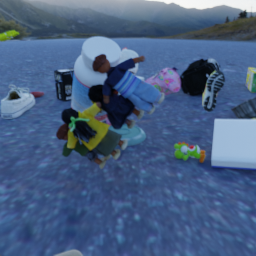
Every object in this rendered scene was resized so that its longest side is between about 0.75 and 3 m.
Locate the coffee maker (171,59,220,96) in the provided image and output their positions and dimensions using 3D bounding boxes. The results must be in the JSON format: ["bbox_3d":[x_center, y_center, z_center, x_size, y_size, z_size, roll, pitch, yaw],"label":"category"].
[{"bbox_3d":[3.431,-2.644,14.200,2.292,1.607,2.386,7,22,18],"label":"coffee maker"}]

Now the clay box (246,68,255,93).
[{"bbox_3d":[6.573,-2.562,14.756,0.421,1.016,1.768,5,23,13],"label":"clay box"}]

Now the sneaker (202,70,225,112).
[{"bbox_3d":[2.817,-1.264,9.535,0.553,1.416,0.640,19,8,0],"label":"sneaker"}]

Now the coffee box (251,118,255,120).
[{"bbox_3d":[5.430,-0.059,9.020,2.956,0.650,1.818,-16,27,-34],"label":"coffee box"}]

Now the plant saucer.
[{"bbox_3d":[-0.168,0.185,9.047,1.492,0.204,1.492,0,21,0],"label":"plant saucer"}]

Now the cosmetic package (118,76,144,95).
[{"bbox_3d":[-0.303,-2.236,14.212,1.173,0.844,2.080,-18,27,-38],"label":"cosmetic package"}]

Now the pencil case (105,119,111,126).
[{"bbox_3d":[-0.706,-0.463,10.316,0.468,0.468,1.070,-5,21,-13],"label":"pencil case"}]

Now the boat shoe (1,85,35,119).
[{"bbox_3d":[-4.558,-1.267,11.475,0.920,1.062,2.492,1,22,3],"label":"boat shoe"}]

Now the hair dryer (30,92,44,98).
[{"bbox_3d":[-4.577,-1.640,13.450,1.071,0.291,0.816,1,21,1],"label":"hair dryer"}]

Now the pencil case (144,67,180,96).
[{"bbox_3d":[0.595,-0.995,7.014,0.662,0.662,1.515,-20,1,-41],"label":"pencil case"}]

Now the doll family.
[{"bbox_3d":[-0.575,-0.359,6.350,1.719,2.973,1.167,35,5,-16],"label":"doll family"}]

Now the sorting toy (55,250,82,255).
[{"bbox_3d":[-1.453,2.528,2.959,2.688,0.396,1.987,-8,28,-27],"label":"sorting toy"}]

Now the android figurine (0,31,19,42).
[{"bbox_3d":[-4.023,-2.936,9.073,0.952,0.195,0.866,-21,18,-9],"label":"android figurine"}]

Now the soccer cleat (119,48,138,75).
[{"bbox_3d":[-0.472,-1.477,9.007,0.877,2.530,0.981,18,54,-22],"label":"soccer cleat"}]

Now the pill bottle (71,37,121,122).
[{"bbox_3d":[-0.849,-1.211,7.458,1.221,2.246,1.221,7,54,-10],"label":"pill bottle"}]

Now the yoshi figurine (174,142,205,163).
[{"bbox_3d":[1.629,0.719,7.610,0.855,0.481,0.479,19,66,9],"label":"yoshi figurine"}]

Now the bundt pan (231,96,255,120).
[{"bbox_3d":[4.612,-0.749,9.962,1.741,0.653,1.741,-22,-10,-4],"label":"bundt pan"}]

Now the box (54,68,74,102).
[{"bbox_3d":[-2.532,-2.084,13.133,1.643,1.345,0.708,-18,28,-39],"label":"box"}]

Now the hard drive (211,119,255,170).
[{"bbox_3d":[3.634,0.408,7.321,2.695,0.342,1.778,1,38,20],"label":"hard drive"}]
